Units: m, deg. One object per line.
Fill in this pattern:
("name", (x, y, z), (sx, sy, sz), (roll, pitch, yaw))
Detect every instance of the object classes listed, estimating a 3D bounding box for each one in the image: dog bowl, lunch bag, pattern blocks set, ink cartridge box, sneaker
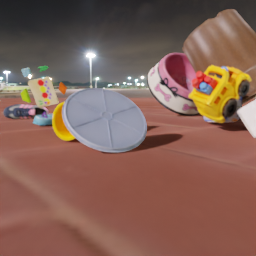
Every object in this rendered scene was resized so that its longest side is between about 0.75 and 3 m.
("dog bowl", (2.190, -1.851, 11.094), (2.736, 2.736, 1.009), (-4, -33, -27))
("lunch bag", (2.541, -0.732, 7.746), (0.549, 1.165, 1.453), (1, 2, -12))
("pattern blocks set", (-2.013, -0.840, 6.718), (1.140, 1.297, 0.105), (-1, 25, 6))
("ink cartridge box", (3.210, -0.436, 6.120), (1.202, 0.694, 1.646), (-35, -11, 30))
("sneaker", (-3.498, -0.570, 9.699), (1.482, 0.520, 0.608), (-5, 6, -28))

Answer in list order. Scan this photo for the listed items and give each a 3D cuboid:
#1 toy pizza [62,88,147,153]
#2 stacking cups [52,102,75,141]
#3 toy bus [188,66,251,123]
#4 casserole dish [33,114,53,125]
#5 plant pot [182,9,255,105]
("toy pizza", (-0.388, -0.133, 4.745), (1.459, 0.231, 1.459), (13, 45, -13))
("stacking cups", (-0.575, -0.160, 6.237), (0.741, 0.741, 2.449), (4, 4, 28))
("toy bus", (2.007, -0.973, 6.404), (1.251, 1.303, 0.884), (36, -1, -39))
("casserole dish", (-2.212, -0.252, 7.917), (0.948, 0.184, 0.574), (-9, 19, -37))
("plant pot", (3.353, -2.142, 9.179), (2.728, 2.701, 2.728), (-29, -9, -5))
